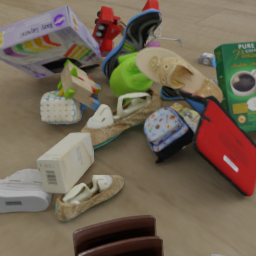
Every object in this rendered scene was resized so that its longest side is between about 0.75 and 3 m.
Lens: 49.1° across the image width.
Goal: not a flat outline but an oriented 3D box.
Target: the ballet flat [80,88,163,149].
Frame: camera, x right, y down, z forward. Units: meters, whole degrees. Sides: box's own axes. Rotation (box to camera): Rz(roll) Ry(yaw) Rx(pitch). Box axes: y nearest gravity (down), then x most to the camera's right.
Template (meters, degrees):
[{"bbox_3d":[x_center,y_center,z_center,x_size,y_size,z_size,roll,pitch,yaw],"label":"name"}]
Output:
[{"bbox_3d":[-0.308,-0.333,7.649,2.870,0.937,1.012,-28,29,-25],"label":"ballet flat"}]

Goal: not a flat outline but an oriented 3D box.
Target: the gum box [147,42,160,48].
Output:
[{"bbox_3d":[0.899,-2.472,10.160,0.417,1.260,0.715,5,76,6],"label":"gum box"}]

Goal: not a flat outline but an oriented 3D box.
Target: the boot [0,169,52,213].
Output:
[{"bbox_3d":[-2.566,1.329,6.128,1.826,0.672,0.873,5,32,-6],"label":"boot"}]

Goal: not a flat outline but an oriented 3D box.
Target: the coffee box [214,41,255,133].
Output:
[{"bbox_3d":[3.292,-1.108,7.737,1.521,2.473,0.544,-8,0,-7],"label":"coffee box"}]

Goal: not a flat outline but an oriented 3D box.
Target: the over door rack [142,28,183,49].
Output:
[{"bbox_3d":[1.023,-3.113,10.561,1.738,1.284,0.579,0,67,-44],"label":"over door rack"}]

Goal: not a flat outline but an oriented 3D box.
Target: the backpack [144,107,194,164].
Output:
[{"bbox_3d":[0.941,0.063,7.119,1.259,0.970,1.200,-33,34,6],"label":"backpack"}]

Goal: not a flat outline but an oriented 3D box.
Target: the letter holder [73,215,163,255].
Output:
[{"bbox_3d":[-0.110,2.095,4.530,1.444,1.026,0.726,-6,15,-14],"label":"letter holder"}]

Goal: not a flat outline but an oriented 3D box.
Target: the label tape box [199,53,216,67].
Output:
[{"bbox_3d":[3.383,-2.787,11.446,0.807,0.255,0.582,23,44,26],"label":"label tape box"}]

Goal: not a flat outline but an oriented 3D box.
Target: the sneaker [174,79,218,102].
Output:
[{"bbox_3d":[2.372,-1.163,8.698,2.302,0.860,0.944,35,63,9],"label":"sneaker"}]

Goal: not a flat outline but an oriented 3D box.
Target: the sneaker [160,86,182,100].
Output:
[{"bbox_3d":[1.813,-1.314,9.321,1.493,0.619,0.529,-7,37,-10],"label":"sneaker"}]

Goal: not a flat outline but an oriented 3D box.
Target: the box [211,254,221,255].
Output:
[{"bbox_3d":[1.481,2.326,3.956,0.442,1.472,0.858,38,67,4],"label":"box"}]

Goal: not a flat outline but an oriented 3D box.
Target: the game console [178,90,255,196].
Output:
[{"bbox_3d":[1.972,0.298,6.529,1.286,2.166,1.867,-14,44,51],"label":"game console"}]

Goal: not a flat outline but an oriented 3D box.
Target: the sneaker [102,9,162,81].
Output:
[{"bbox_3d":[0.227,-2.604,9.417,1.052,2.968,1.230,-5,55,-47],"label":"sneaker"}]

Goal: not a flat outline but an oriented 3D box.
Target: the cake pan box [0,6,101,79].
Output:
[{"bbox_3d":[-2.502,-2.554,9.017,2.628,2.853,0.746,-12,82,10],"label":"cake pan box"}]

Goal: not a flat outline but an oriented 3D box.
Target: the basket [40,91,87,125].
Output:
[{"bbox_3d":[-1.906,-0.596,8.240,1.274,1.005,1.445,0,5,-3],"label":"basket"}]

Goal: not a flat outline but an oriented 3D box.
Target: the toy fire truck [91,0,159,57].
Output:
[{"bbox_3d":[-0.243,-3.658,10.532,2.025,2.871,0.700,6,65,-18],"label":"toy fire truck"}]

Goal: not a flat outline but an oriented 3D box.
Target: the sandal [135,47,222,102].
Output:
[{"bbox_3d":[1.273,-1.365,7.009,2.524,0.925,0.830,34,4,7],"label":"sandal"}]

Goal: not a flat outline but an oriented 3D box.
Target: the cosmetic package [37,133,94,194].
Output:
[{"bbox_3d":[-1.337,0.735,6.288,0.554,0.785,1.517,-1,21,18],"label":"cosmetic package"}]

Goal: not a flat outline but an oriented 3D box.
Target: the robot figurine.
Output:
[{"bbox_3d":[0.077,-1.496,8.619,1.071,1.625,1.852,-11,-4,-23],"label":"robot figurine"}]

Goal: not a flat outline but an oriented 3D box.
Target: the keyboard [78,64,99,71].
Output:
[{"bbox_3d":[-1.609,-2.297,10.682,1.099,0.113,0.699,-20,23,-25],"label":"keyboard"}]

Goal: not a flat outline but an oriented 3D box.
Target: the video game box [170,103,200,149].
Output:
[{"bbox_3d":[1.466,-0.115,8.045,1.193,0.307,1.310,31,52,30],"label":"video game box"}]

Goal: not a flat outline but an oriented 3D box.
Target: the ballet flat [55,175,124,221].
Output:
[{"bbox_3d":[-0.787,1.363,6.034,1.702,0.556,0.600,-29,38,-33],"label":"ballet flat"}]

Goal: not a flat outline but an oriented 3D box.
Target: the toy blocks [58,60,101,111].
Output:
[{"bbox_3d":[-1.295,-1.179,8.103,1.165,0.852,1.704,27,23,-33],"label":"toy blocks"}]
